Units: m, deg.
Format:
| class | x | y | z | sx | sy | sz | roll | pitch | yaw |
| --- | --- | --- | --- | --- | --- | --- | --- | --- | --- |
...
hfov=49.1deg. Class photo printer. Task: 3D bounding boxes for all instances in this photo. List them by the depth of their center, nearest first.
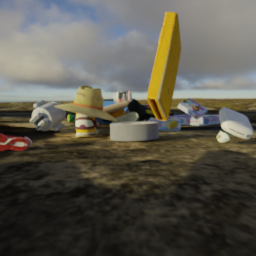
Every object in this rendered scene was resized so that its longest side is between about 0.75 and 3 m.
| class | x | y | z | sx | sy | sz | roll | pitch | yaw |
| --- | --- | --- | --- | --- | --- | --- | --- | --- | --- |
| photo printer | 3.833 | -0.142 | 9.999 | 1.085 | 0.453 | 1.304 | 22 | 31 | -2 |

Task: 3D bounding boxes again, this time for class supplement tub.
| class | x | y | z | sx | sy | sz | roll | pitch | yaw |
| --- | --- | --- | --- | --- | --- | --- | --- | --- | --- |
| supplement tub | -0.260 | -1.521 | 13.883 | 0.840 | 0.590 | 0.590 | -1 | 5 | 9 |
| supplement tub | 0.814 | -0.666 | 14.883 | 1.164 | 1.164 | 1.899 | 5 | 7 | 41 |

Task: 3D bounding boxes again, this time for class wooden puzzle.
| class | x | y | z | sx | sy | sz | roll | pitch | yaw |
| --- | --- | --- | --- | --- | --- | --- | --- | --- | --- |
| wooden puzzle | -1.236 | -0.648 | 14.459 | 2.774 | 0.693 | 2.995 | -17 | 3 | -3 |

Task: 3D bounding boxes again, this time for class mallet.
| class | x | y | z | sx | sy | sz | roll | pitch | yaw |
| --- | --- | --- | --- | --- | --- | --- | --- | --- | --- |
| mallet | 1.035 | -0.769 | 12.265 | 2.721 | 0.560 | 0.896 | -6 | 49 | -51 |

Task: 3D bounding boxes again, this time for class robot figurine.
| class | x | y | z | sx | sy | sz | roll | pitch | yaw |
| --- | --- | --- | --- | --- | --- | --- | --- | --- | --- |
| robot figurine | -3.436 | -0.527 | 12.232 | 1.037 | 1.557 | 1.836 | -33 | 7 | 28 |

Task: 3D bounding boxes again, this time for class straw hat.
| class | x | y | z | sx | sy | sz | roll | pitch | yaw |
| --- | --- | --- | --- | --- | --- | --- | --- | --- | --- |
| straw hat | -1.419 | -1.014 | 10.331 | 2.477 | 1.048 | 2.477 | 13 | 3 | -1 |

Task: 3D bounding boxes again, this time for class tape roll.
| class | x | y | z | sx | sy | sz | roll | pitch | yaw |
| --- | --- | --- | --- | --- | --- | --- | --- | --- | --- |
| tape roll | 0.213 | 0.097 | 9.626 | 1.663 | 0.549 | 1.663 | -2 | 4 | 0 |

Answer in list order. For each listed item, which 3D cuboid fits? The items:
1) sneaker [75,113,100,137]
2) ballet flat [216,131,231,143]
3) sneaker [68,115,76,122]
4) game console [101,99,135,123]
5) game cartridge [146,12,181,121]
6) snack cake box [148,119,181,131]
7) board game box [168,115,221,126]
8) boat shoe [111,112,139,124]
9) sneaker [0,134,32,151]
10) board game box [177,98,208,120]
| class | x | y | z | sx | sy | sz | roll | pitch | yaw |
| --- | --- | --- | --- | --- | --- | --- | --- | --- | --- |
| sneaker | -1.565 | -0.319 | 11.130 | 0.936 | 1.125 | 2.498 | 1 | 7 | -6 |
| ballet flat | 2.837 | 0.292 | 8.467 | 0.334 | 0.334 | 0.961 | 1 | 3 | 8 |
| sneaker | -3.417 | -0.633 | 18.158 | 0.575 | 0.509 | 1.375 | -2 | 4 | 26 |
| game console | -0.898 | -1.057 | 16.878 | 2.599 | 1.538 | 2.219 | -1 | 2 | 10 |
| game cartridge | 1.143 | -1.735 | 8.400 | 0.427 | 2.634 | 2.322 | 8 | -11 | 15 |
| snack cake box | 1.704 | -0.166 | 13.057 | 1.450 | 0.487 | 0.834 | 2 | 9 | 12 |
| board game box | 3.935 | -0.492 | 16.617 | 2.434 | 0.501 | 2.428 | 5 | 7 | 43 |
| boat shoe | -0.024 | -0.126 | 11.355 | 1.916 | 0.635 | 0.716 | -16 | 33 | 54 |
| sneaker | -3.241 | 0.415 | 7.704 | 1.211 | 0.474 | 0.699 | 12 | -3 | 2 |
| board game box | 3.170 | -0.944 | 13.725 | 1.156 | 0.238 | 1.153 | 36 | 37 | 20 |
